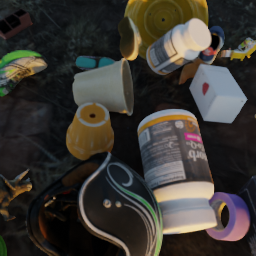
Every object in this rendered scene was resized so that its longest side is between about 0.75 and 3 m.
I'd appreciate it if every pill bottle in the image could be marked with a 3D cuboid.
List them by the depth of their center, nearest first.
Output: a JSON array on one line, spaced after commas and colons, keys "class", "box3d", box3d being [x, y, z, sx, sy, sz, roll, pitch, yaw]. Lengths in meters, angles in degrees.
[{"class": "pill bottle", "box3d": [1.215, 1.098, 7.115, 1.654, 1.654, 2.843, -6, 64, -4]}, {"class": "pill bottle", "box3d": [1.595, -2.593, 9.093, 1.162, 1.997, 1.162, 9, 72, -32]}]

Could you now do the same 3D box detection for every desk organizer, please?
[{"class": "desk organizer", "box3d": [-4.557, -4.136, 11.144, 0.485, 0.521, 1.353, 35, 64, 20]}]

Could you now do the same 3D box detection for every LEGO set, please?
[{"class": "LEGO set", "box3d": [4.136, -2.994, 10.357, 1.752, 0.806, 0.652, -28, 47, 2]}]

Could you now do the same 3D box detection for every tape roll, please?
[{"class": "tape roll", "box3d": [2.346, 2.142, 6.796, 0.464, 1.091, 1.091, 14, 54, -25]}]

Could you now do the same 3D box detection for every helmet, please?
[{"class": "helmet", "box3d": [-0.517, 2.082, 5.895, 2.669, 2.669, 2.545, -37, 100, -21]}]

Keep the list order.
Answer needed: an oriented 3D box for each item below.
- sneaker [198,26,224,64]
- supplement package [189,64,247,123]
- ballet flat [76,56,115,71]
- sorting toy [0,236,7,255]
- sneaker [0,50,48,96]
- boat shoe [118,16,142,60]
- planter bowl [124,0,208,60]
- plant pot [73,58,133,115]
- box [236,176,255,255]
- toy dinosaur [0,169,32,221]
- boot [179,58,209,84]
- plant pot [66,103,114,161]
[{"class": "sneaker", "box3d": [3.192, -3.299, 10.416, 0.767, 0.865, 2.046, 18, 59, 11]}, {"class": "supplement package", "box3d": [2.646, -1.049, 8.458, 0.953, 0.965, 1.591, 5, 43, -14]}, {"class": "ballet flat", "box3d": [-0.997, -2.209, 9.884, 1.687, 0.607, 0.607, 15, 59, 17]}, {"class": "sorting toy", "box3d": [-3.724, 3.711, 6.001, 1.715, 1.172, 2.855, 11, 45, -11]}, {"class": "sneaker", "box3d": [-3.972, -1.669, 9.414, 2.753, 1.074, 1.173, -25, 68, -5]}, {"class": "boat shoe", "box3d": [0.125, -2.675, 8.486, 0.576, 0.642, 1.734, 25, 47, -38]}, {"class": "planter bowl", "box3d": [1.313, -3.878, 10.165, 2.892, 2.892, 1.205, 1, 25, 1]}, {"class": "plant pot", "box3d": [-0.775, -1.190, 8.749, 1.601, 1.749, 1.749, -5, 57, 12]}, {"class": "box", "box3d": [3.655, 2.445, 6.223, 1.477, 1.702, 2.575, -8, 59, -2]}, {"class": "toy dinosaur", "box3d": [-3.359, 1.669, 6.697, 0.936, 2.433, 1.244, -14, 77, 15]}, {"class": "boot", "box3d": [2.384, -1.880, 9.814, 1.001, 0.494, 1.289, 26, 59, 7]}, {"class": "plant pot", "box3d": [-1.046, 0.016, 7.938, 1.392, 1.275, 1.392, 6, 51, -7]}]
